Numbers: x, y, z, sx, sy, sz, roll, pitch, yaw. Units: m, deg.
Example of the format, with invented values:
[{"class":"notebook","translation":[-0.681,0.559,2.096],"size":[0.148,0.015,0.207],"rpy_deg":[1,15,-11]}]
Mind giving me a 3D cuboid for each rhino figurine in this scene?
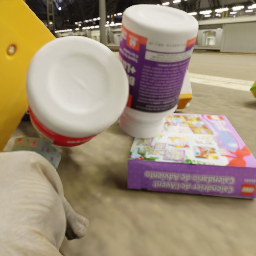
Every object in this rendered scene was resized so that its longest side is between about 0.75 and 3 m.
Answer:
[{"class":"rhino figurine","translation":[-0.778,1.039,1.935],"size":[0.793,1.160,2.654],"rpy_deg":[-27,25,-2]}]

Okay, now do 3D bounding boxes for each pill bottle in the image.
[{"class":"pill bottle","translation":[0.352,-0.824,4.535],"size":[1.095,1.966,1.095],"rpy_deg":[5,38,-4]},{"class":"pill bottle","translation":[-0.950,-0.387,4.651],"size":[1.344,1.344,2.395],"rpy_deg":[-6,-7,-18]}]

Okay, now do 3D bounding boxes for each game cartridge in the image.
[{"class":"game cartridge","translation":[-2.251,-0.696,4.286],"size":[0.439,2.708,2.387],"rpy_deg":[28,-4,12]}]

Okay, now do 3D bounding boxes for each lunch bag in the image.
[{"class":"lunch bag","translation":[-1.555,0.453,4.751],"size":[0.622,0.776,0.299],"rpy_deg":[-1,58,17]}]

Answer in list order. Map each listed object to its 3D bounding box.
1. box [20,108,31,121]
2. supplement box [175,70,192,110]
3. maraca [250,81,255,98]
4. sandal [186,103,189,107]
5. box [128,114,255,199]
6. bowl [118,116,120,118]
[{"class":"box","translation":[-2.336,-0.898,9.018],"size":[2.301,0.625,2.873],"rpy_deg":[1,18,2]},{"class":"supplement box","translation":[0.872,-1.928,8.806],"size":[1.694,2.689,0.989],"rpy_deg":[-4,-16,-6]},{"class":"maraca","translation":[5.166,-1.353,9.892],"size":[1.979,1.058,1.357],"rpy_deg":[2,2,-41]},{"class":"sandal","translation":[1.219,-0.955,9.400],"size":[1.693,0.485,0.649],"rpy_deg":[-3,21,-10]},{"class":"box","translation":[1.108,0.326,5.353],"size":[1.903,0.544,2.781],"rpy_deg":[3,18,8]},{"class":"bowl","translation":[0.223,-0.697,7.343],"size":[1.215,0.546,1.215],"rpy_deg":[-18,-1,0]}]
